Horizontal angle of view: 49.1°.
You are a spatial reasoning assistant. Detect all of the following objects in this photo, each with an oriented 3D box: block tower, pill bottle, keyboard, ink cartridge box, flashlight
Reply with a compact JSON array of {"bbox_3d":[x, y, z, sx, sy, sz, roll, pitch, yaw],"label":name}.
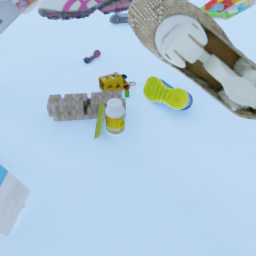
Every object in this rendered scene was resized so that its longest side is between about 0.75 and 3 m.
[{"bbox_3d":[-1.182,-0.642,8.184,2.188,0.591,0.633,-2,43,-4],"label":"block tower"},{"bbox_3d":[-0.351,-0.306,7.541,0.528,0.936,0.528,0,41,0],"label":"pill bottle"},{"bbox_3d":[-3.683,-2.934,7.754,0.829,0.157,2.947,43,87,10],"label":"keyboard"},{"bbox_3d":[-2.728,1.332,5.313,1.043,1.623,1.016,12,61,13],"label":"ink cartridge box"},{"bbox_3d":[-2.805,-3.456,7.151,0.549,0.979,0.549,-34,24,17],"label":"pill bottle"},{"bbox_3d":[-1.405,-2.766,10.844,0.272,0.273,0.804,2,34,45],"label":"flashlight"}]

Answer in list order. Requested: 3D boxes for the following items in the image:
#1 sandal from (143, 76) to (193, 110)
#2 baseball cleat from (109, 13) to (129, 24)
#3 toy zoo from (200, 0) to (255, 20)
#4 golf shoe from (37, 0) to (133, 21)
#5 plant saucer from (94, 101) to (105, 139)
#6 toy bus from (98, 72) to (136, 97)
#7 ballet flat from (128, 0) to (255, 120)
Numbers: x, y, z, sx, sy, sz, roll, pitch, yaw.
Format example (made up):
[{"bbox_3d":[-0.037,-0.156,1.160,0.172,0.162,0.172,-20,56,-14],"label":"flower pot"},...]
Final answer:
[{"bbox_3d":[1.236,-1.008,8.625,0.849,0.775,1.951,10,20,-44],"label":"sandal"},{"bbox_3d":[-0.151,-5.228,13.445,1.449,0.505,0.771,-19,45,-19],"label":"baseball cleat"},{"bbox_3d":[2.490,-2.970,6.640,1.049,0.164,1.599,-3,0,-21],"label":"toy zoo"},{"bbox_3d":[-0.896,-2.781,5.819,2.066,0.951,0.750,-18,23,-18],"label":"golf shoe"},{"bbox_3d":[-0.759,-0.206,7.591,0.184,0.767,0.768,8,41,-7],"label":"plant saucer"},{"bbox_3d":[-0.390,-1.520,9.172,1.098,0.601,1.164,11,43,12],"label":"toy bus"},{"bbox_3d":[0.642,-0.569,2.263,1.496,0.528,0.488,31,25,-9],"label":"ballet flat"}]
